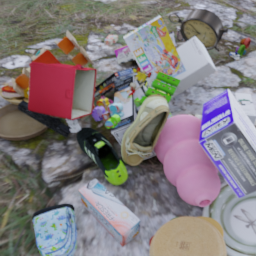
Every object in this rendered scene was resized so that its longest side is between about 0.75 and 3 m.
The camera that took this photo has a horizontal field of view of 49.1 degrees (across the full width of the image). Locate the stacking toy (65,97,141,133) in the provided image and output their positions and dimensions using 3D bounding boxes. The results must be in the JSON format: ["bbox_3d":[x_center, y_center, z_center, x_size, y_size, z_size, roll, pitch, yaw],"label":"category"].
[{"bbox_3d":[-0.616,-0.494,8.310,2.186,0.514,1.649,-5,22,42],"label":"stacking toy"}]

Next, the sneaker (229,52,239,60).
[{"bbox_3d":[5.584,-3.824,14.634,0.283,0.331,0.751,-13,40,-13],"label":"sneaker"}]

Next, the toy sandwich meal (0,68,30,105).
[{"bbox_3d":[-3.800,-1.865,11.355,2.837,0.972,2.837,1,33,0],"label":"toy sandwich meal"}]

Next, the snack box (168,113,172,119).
[{"bbox_3d":[1.169,-0.475,10.564,0.832,0.310,1.170,-4,38,-8],"label":"snack box"}]

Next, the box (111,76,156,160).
[{"bbox_3d":[0.188,-0.337,9.310,0.802,1.556,2.668,-21,35,17],"label":"box"}]

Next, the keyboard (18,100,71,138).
[{"bbox_3d":[-2.794,-0.226,9.185,1.907,0.992,0.378,30,57,-9],"label":"keyboard"}]

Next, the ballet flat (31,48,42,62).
[{"bbox_3d":[-3.073,-1.808,9.743,0.709,2.084,0.713,-17,37,-33],"label":"ballet flat"}]

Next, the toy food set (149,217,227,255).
[{"bbox_3d":[1.297,2.741,6.287,1.741,0.428,1.758,-9,37,15],"label":"toy food set"}]

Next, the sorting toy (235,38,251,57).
[{"bbox_3d":[5.994,-4.279,14.880,0.509,0.744,1.239,32,67,33],"label":"sorting toy"}]

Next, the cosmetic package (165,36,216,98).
[{"bbox_3d":[1.959,-2.183,10.816,1.025,2.417,1.300,12,51,-55],"label":"cosmetic package"}]

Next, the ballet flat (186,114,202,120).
[{"bbox_3d":[2.126,-0.319,8.962,0.773,0.241,0.261,2,62,47],"label":"ballet flat"}]

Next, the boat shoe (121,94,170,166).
[{"bbox_3d":[0.443,0.237,7.490,0.845,2.317,0.729,15,33,-21],"label":"boat shoe"}]

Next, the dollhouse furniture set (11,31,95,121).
[{"bbox_3d":[-2.118,-1.452,9.185,2.434,2.408,1.254,-39,42,4],"label":"dollhouse furniture set"}]

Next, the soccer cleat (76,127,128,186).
[{"bbox_3d":[-0.848,0.635,8.495,0.870,1.045,2.578,-32,50,-16],"label":"soccer cleat"}]

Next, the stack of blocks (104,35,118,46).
[{"bbox_3d":[-0.983,-5.083,16.209,0.526,0.268,0.914,11,41,13],"label":"stack of blocks"}]

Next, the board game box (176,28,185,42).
[{"bbox_3d":[3.269,-5.444,16.355,0.804,0.641,0.389,27,47,30],"label":"board game box"}]

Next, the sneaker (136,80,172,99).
[{"bbox_3d":[0.939,-1.388,10.444,0.709,0.700,1.856,-36,56,-1],"label":"sneaker"}]

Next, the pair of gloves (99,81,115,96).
[{"bbox_3d":[-0.746,-1.418,10.116,0.700,0.785,0.097,-35,83,-1],"label":"pair of gloves"}]

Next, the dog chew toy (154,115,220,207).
[{"bbox_3d":[1.679,0.906,7.745,1.731,1.731,2.780,-4,41,-4],"label":"dog chew toy"}]

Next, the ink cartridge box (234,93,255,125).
[{"bbox_3d":[4.041,-0.445,9.969,0.598,1.036,1.418,7,39,9],"label":"ink cartridge box"}]

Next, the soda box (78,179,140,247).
[{"bbox_3d":[-0.509,2.131,7.199,0.616,0.572,1.801,-31,49,-32],"label":"soda box"}]

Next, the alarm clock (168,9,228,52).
[{"bbox_3d":[2.996,-4.419,12.276,2.673,1.803,0.890,26,73,12],"label":"alarm clock"}]

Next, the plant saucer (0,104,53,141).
[{"bbox_3d":[-3.861,-0.270,10.237,2.335,0.344,2.335,1,36,-1],"label":"plant saucer"}]

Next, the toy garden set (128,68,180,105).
[{"bbox_3d":[0.655,-1.127,8.369,1.374,0.329,1.648,24,48,11],"label":"toy garden set"}]

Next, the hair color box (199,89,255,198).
[{"bbox_3d":[2.454,0.190,6.581,0.884,1.491,2.727,-34,8,24],"label":"hair color box"}]

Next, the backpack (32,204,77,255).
[{"bbox_3d":[-1.707,2.482,6.582,1.076,1.014,1.318,-12,56,-9],"label":"backpack"}]

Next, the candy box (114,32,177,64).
[{"bbox_3d":[0.848,-3.956,13.871,2.581,0.787,1.760,-25,16,-27],"label":"candy box"}]

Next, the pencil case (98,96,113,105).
[{"bbox_3d":[-0.704,-0.961,11.055,0.952,0.446,0.432,25,41,26],"label":"pencil case"}]

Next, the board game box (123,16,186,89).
[{"bbox_3d":[0.886,-2.392,9.082,1.303,1.939,0.332,-27,27,12],"label":"board game box"}]

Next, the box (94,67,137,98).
[{"bbox_3d":[-0.578,-1.778,11.056,1.215,0.354,1.774,-25,0,-43],"label":"box"}]

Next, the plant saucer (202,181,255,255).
[{"bbox_3d":[3.031,2.186,6.735,2.382,0.598,2.382,-22,33,15],"label":"plant saucer"}]

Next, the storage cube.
[{"bbox_3d":[-1.860,-1.086,8.016,1.402,1.560,1.333,13,15,16],"label":"storage cube"}]
